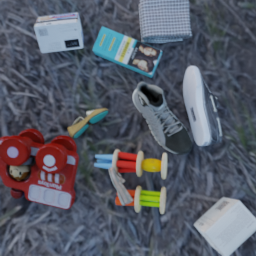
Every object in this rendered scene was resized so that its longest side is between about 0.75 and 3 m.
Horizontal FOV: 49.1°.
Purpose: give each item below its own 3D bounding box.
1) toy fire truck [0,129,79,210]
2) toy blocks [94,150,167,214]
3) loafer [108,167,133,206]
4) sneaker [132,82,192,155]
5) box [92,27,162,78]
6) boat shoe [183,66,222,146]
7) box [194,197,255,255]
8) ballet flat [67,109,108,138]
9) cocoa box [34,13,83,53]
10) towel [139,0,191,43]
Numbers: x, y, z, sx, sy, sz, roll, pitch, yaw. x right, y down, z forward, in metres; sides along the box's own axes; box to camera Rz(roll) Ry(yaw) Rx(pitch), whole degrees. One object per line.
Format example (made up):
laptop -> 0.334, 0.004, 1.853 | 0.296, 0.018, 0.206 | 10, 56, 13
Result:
toy fire truck -> -2.925, 1.344, 8.934 | 2.692, 1.510, 2.261 | 12, 100, 1
toy blocks -> 0.035, 1.703, 9.069 | 2.341, 0.850, 1.951 | 3, 89, 14
loafer -> -0.217, 1.776, 8.726 | 0.399, 0.456, 1.269 | -21, 94, 6
sneaker -> 1.095, -0.329, 9.039 | 1.060, 1.631, 2.825 | -39, 81, -6
box -> -0.029, -2.666, 9.931 | 2.282, 0.561, 0.939 | 23, 93, 4
boat shoe -> 2.577, -0.777, 9.468 | 0.929, 0.983, 2.741 | -6, 77, -16
box -> 2.950, 2.961, 8.550 | 1.420, 1.412, 0.928 | -40, 82, -7
ballet flat -> -1.416, -0.279, 9.587 | 1.557, 0.534, 0.491 | -38, 73, -6
cocoa box -> -2.369, -3.319, 9.765 | 1.470, 0.980, 0.965 | -7, 41, -1
towel -> 1.347, -3.911, 10.082 | 1.855, 0.794, 1.536 | -5, 85, -1
